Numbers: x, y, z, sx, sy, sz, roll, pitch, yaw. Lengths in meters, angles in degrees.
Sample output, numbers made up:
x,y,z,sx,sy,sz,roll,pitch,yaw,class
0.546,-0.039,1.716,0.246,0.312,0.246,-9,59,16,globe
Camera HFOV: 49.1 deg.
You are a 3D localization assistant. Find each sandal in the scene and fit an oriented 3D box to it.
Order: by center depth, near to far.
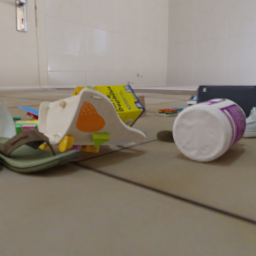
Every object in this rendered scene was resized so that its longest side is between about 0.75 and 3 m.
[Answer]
x,y,z,sx,sy,sz,roll,pitch,yaw,class
-2.531,0.446,6.764,2.952,0.842,1.172,8,14,29,sandal

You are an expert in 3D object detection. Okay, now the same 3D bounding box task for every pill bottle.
x,y,z,sx,sy,sz,roll,pitch,yaw,class
2.420,-0.049,7.810,1.456,1.456,2.593,8,14,35,pill bottle

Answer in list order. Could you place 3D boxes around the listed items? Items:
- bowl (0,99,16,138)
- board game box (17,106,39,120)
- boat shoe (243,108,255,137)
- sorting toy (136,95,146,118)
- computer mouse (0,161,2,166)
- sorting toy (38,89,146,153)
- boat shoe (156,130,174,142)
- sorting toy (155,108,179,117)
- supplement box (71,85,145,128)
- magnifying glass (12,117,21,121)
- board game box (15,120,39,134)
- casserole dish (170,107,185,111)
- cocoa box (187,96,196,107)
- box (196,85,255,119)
x,y,z,sx,sy,sz,roll,pitch,yaw,class
-4.234,-0.165,8.600,0.762,1.695,1.695,-20,11,1,bowl
-4.273,-0.552,12.977,1.463,0.361,1.852,23,4,4,board game box
4.755,-0.330,9.788,2.805,0.999,0.979,-10,9,7,boat shoe
0.520,-1.094,14.287,0.370,1.056,1.063,-5,8,24,sorting toy
-4.190,0.501,6.185,2.482,0.571,1.743,4,-5,22,computer mouse
-0.905,0.087,7.706,2.452,1.455,2.723,14,-10,-34,sorting toy
1.446,0.254,9.018,1.066,0.384,0.360,-3,-1,28,boat shoe
2.060,-0.820,14.699,0.923,0.323,0.929,-8,14,-37,sorting toy
-0.810,-0.632,9.933,2.364,1.287,1.295,-10,-30,-41,supplement box
-5.537,-0.365,12.853,0.542,0.153,1.362,6,13,26,magnifying glass
-3.297,-0.022,10.537,1.739,0.351,1.330,-4,12,-20,board game box
2.910,-1.091,16.505,0.901,0.175,0.546,4,11,16,casserole dish
3.998,-1.402,16.031,0.962,0.641,0.631,8,55,49,cocoa box
4.298,-1.097,12.479,2.420,1.445,2.461,2,2,11,box
